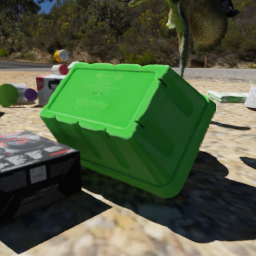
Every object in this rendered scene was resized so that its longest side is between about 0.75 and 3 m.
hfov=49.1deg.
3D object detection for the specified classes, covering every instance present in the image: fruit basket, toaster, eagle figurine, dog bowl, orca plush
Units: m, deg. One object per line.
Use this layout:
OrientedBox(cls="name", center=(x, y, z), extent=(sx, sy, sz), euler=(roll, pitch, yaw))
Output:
OrientedBox(cls="fruit basket", center=(0.222, 0.051, 5.406), extent=(2.989, 2.156, 2.989), euler=(26, -18, 9))
OrientedBox(cls="toaster", center=(-5.137, -1.592, 12.726), extent=(0.969, 0.853, 1.501), euler=(-2, 15, -18))
OrientedBox(cls="eagle figurine", center=(1.256, -2.273, 6.051), extent=(1.540, 2.029, 1.531), euler=(-33, 10, 21))
OrientedBox(cls="dog bowl", center=(6.009, -1.175, 10.990), extent=(2.615, 0.767, 2.615), euler=(1, 10, 0))
OrientedBox(cls="orca plush", center=(2.409, -3.797, 8.521), extent=(1.329, 0.898, 2.526), euler=(-26, 26, 20))

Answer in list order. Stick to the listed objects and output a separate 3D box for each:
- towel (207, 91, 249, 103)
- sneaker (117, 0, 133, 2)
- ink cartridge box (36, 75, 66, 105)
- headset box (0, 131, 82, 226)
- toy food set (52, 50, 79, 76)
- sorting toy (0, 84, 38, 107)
OrientedBox(cls="towel", center=(5.515, -1.550, 13.573), extent=(2.854, 0.334, 2.177), euler=(-1, 14, -2))
OrientedBox(cls="sneaker", center=(-0.150, -4.951, 9.872), extent=(0.608, 0.878, 1.455), euler=(-7, 24, -39))
OrientedBox(cls="ink cartridge box", center=(-2.972, -1.588, 11.909), extent=(1.685, 1.228, 0.698), euler=(5, 17, 21))
OrientedBox(cls="headset box", center=(-1.883, 0.627, 4.462), extent=(1.931, 0.724, 1.435), euler=(14, 20, 42))
OrientedBox(cls="toy food set", center=(-2.233, -2.176, 12.576), extent=(1.249, 2.776, 1.325), euler=(7, 50, 44))
OrientedBox(cls="sorting toy", center=(-5.245, -1.292, 12.057), extent=(2.862, 0.992, 0.986), euler=(-2, -9, -1))
